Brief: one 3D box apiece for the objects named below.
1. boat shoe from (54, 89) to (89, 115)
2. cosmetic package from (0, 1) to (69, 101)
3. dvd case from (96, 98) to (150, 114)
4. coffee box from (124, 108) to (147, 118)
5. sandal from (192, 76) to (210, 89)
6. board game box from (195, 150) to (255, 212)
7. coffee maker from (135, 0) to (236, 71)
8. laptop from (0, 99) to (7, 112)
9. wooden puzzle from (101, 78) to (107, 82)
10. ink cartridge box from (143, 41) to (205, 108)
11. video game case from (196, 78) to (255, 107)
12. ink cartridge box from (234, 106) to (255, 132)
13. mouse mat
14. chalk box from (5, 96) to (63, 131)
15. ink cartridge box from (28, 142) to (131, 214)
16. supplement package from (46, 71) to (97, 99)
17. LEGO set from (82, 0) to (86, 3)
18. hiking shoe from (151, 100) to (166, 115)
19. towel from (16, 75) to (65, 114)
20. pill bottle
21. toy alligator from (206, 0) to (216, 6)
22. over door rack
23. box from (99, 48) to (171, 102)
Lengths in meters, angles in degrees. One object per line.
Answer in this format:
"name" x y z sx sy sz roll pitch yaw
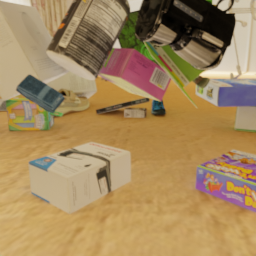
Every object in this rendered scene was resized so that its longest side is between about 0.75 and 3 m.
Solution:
"boat shoe" -2.617 -1.199 12.059 1.078 0.970 2.988 7 14 24
"cosmetic package" -2.874 -2.046 7.495 1.256 2.042 2.036 -24 13 16
"dvd case" -0.221 -0.926 11.608 1.839 0.227 1.382 -11 5 35
"coffee box" 0.294 -0.598 11.071 0.831 0.331 0.475 3 15 10
"sandal" 1.975 -1.337 7.864 0.235 0.327 0.824 22 12 -30
"board game box" 2.392 0.959 4.730 1.364 0.454 2.029 -13 19 -42
"coffee maker" 1.061 -2.036 5.127 1.615 1.551 1.087 18 -17 -32
"laptop" -5.444 -1.347 12.536 1.327 0.769 1.243 -2 30 -6
"wooden puzzle" -0.873 -2.197 11.896 0.477 0.057 0.805 -1 45 18
"ink cartridge box" 1.154 -1.712 6.479 0.869 1.696 2.295 -38 29 17
"video game case" 3.997 -1.251 9.290 2.902 0.659 2.630 -1 15 0
"ink cartridge box" 4.522 -0.510 9.552 1.579 0.895 2.154 6 15 21
"mouse mat" 0.788 -3.185 10.366 2.218 2.756 0.104 -17 -9 -4
"chalk box" -3.037 -0.516 9.344 1.656 1.025 1.030 -2 15 -5
"ink cartridge box" -0.815 0.791 5.020 1.085 0.632 1.500 11 18 38
"supplement package" -3.161 -2.330 13.523 2.552 1.937 1.922 -9 -5 -27
"LEGO set" -0.923 -3.195 5.879 0.663 0.820 1.782 -37 27 6
"hiking shoe" 1.219 -0.944 11.711 0.586 0.682 1.574 -1 14 -5
"towel" -1.668 -0.662 5.359 0.845 0.205 0.472 32 56 -5
"pill bottle" -0.832 -2.628 6.979 1.383 2.603 1.383 27 -4 2
"toy alligator" 2.152 -3.393 7.650 0.517 1.745 0.473 11 -26 5
"over door rack" 3.825 -2.625 8.127 1.679 2.273 0.757 -7 7 -16
"box" 0.101 -1.571 8.103 1.528 0.840 1.737 24 1 -35
